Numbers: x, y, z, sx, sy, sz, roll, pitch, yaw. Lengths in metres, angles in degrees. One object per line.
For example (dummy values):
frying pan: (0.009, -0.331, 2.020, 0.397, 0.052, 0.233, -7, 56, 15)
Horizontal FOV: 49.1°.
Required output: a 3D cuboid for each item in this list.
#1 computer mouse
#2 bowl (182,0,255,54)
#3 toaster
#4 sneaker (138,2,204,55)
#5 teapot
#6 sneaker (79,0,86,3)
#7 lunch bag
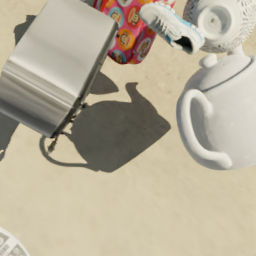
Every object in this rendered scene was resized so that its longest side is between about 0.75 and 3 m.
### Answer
computer mouse: (-2.365, 1.439, 3.736, 2.524, 0.554, 1.384, 52, 40, -11)
bowl: (1.780, -2.178, 5.666, 1.520, 1.520, 0.713, 24, 35, 11)
toaster: (-1.344, -0.940, 5.203, 1.332, 2.029, 2.244, 28, 63, -15)
sneaker: (0.791, -1.867, 5.316, 1.403, 0.526, 0.608, 30, 47, 0)
teapot: (1.972, -0.540, 5.591, 2.630, 2.665, 1.946, -33, 104, 2)
sneaker: (-1.950, -3.685, 8.160, 2.310, 0.933, 0.884, -54, 37, -7)
lunch bag: (-0.101, -3.115, 7.371, 2.135, 2.424, 0.993, 44, 35, 22)
